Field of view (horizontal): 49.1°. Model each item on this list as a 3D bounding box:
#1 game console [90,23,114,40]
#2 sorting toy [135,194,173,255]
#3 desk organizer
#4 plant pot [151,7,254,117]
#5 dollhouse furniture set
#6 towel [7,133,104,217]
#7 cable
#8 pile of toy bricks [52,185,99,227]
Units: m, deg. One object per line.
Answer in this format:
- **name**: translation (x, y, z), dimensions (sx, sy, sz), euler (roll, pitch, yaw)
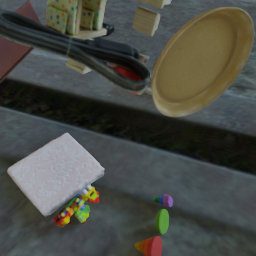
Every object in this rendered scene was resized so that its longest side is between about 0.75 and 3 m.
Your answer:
- **game console**: translation (-1.539, -4.131, 12.315), dimensions (1.221, 0.249, 2.070), euler (18, 47, 17)
- **sorting toy**: translation (0.551, 2.147, 6.227), dimensions (0.529, 0.533, 1.537), euler (-3, 43, 30)
- **desk organizer**: translation (-2.530, -1.536, 5.290), dimensions (0.729, 0.783, 2.033), euler (18, 60, 25)
- **plant pot**: translation (0.906, -0.790, 3.531), dimensions (1.526, 1.526, 0.210), euler (-22, 52, -19)
- **dollhouse furniture set**: translation (-0.594, -2.152, 6.252), dimensions (2.435, 2.753, 1.530), euler (28, 36, 19)
- **towel**: translation (-1.848, 1.114, 7.239), dimensions (1.885, 0.304, 1.800), euler (-34, 56, -28)
- **cable**: translation (-0.667, -0.936, 3.943), dimensions (2.462, 0.620, 1.196), euler (6, 43, -22)
- **pile of toy bricks**: translation (-1.118, 1.910, 6.391), dimensions (0.566, 0.636, 1.147), euler (48, 42, -1)
